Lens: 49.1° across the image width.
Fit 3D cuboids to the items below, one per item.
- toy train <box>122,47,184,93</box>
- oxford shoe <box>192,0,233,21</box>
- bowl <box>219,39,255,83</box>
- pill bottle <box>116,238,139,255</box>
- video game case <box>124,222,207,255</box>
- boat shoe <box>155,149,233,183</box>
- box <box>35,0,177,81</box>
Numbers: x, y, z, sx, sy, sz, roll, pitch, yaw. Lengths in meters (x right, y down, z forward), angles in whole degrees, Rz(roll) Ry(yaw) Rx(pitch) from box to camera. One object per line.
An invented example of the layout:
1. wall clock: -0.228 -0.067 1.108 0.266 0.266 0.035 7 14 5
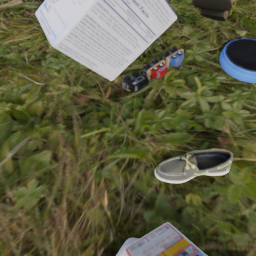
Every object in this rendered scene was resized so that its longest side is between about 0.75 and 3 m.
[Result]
1. toy train: 1.039 -2.128 10.157 2.992 0.510 0.685 -37 64 -25
2. oxford shoe: 2.303 -3.540 7.292 0.988 0.987 2.769 19 17 12
3. bowl: 4.632 -2.612 10.581 2.233 0.438 2.233 0 52 0
4. pill bottle: 0.921 3.394 5.097 2.825 1.593 1.593 24 56 18
5. video game case: 0.621 2.060 4.410 0.944 0.115 1.320 -24 19 -19
6. boat shoe: 1.786 0.977 7.612 2.137 0.639 0.764 -7 52 -5
7. box: -0.481 -2.826 7.041 2.564 2.358 1.345 -40 61 18
